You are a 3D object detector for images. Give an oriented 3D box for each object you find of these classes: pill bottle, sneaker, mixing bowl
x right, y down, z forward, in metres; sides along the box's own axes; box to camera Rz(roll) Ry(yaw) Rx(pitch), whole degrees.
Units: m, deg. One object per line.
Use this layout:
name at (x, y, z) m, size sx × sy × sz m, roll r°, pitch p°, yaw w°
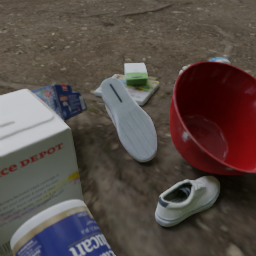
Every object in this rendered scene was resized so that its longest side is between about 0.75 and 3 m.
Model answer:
pill bottle at (-0.633, 2.241, 3.891) m, size 1.223 × 1.223 × 2.202 m, roll -23°, pitch 64°, yaw -29°
sneaker at (1.369, 1.417, 5.971) m, size 1.870 × 0.662 × 0.683 m, roll -23°, pitch 40°, yaw -36°
mixing bowl at (2.141, -0.013, 6.813) m, size 2.898 × 1.569 × 2.898 m, roll 8°, pitch 59°, yaw -14°
sneaker at (3.222, -2.121, 11.174) m, size 2.257 × 0.846 × 0.978 m, roll -20°, pitch 45°, yaw -13°
sneaker at (0.066, -0.209, 7.964) m, size 0.998 × 0.967 × 2.732 m, roll -24°, pitch 64°, yaw -1°

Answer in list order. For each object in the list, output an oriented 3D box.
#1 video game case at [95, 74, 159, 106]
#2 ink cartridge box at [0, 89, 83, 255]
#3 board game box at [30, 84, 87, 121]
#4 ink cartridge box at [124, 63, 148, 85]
video game case at (-0.008, -1.494, 10.654) m, size 1.927 × 0.221 × 1.753 m, roll 14°, pitch 37°, yaw 21°
ink cartridge box at (-2.083, 0.922, 5.056) m, size 1.854 × 2.518 × 1.821 m, roll -25°, pitch 42°, yaw -31°
board game box at (-2.687, -0.378, 7.252) m, size 2.721 × 0.840 × 2.723 m, roll -14°, pitch 7°, yaw 4°
ink cartridge box at (0.297, -2.005, 10.785) m, size 0.809 × 0.462 × 1.559 m, roll -2°, pitch 34°, yaw -2°
